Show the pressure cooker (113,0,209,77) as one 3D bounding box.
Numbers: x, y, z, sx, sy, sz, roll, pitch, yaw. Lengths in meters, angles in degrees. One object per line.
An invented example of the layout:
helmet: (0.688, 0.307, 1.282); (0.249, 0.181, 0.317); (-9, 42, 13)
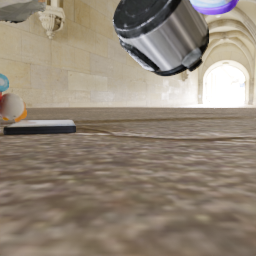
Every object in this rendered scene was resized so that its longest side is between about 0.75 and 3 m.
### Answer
pressure cooker: (1.153, -2.865, 8.409); (2.371, 2.335, 2.655); (-3, -28, 39)

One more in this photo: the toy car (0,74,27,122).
toy car: (-4.614, -0.733, 10.262); (1.882, 1.806, 2.042); (-9, -30, 38)

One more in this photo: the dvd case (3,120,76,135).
dvd case: (-2.360, -0.051, 7.830); (1.681, 0.207, 2.356); (-1, 5, -13)

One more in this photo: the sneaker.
sneaker: (-3.637, -3.455, 8.172); (2.785, 1.104, 1.029); (-29, 57, -21)

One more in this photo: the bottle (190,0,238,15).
bottle: (1.169, -2.927, 4.718); (0.967, 0.756, 2.316); (24, -6, 41)
